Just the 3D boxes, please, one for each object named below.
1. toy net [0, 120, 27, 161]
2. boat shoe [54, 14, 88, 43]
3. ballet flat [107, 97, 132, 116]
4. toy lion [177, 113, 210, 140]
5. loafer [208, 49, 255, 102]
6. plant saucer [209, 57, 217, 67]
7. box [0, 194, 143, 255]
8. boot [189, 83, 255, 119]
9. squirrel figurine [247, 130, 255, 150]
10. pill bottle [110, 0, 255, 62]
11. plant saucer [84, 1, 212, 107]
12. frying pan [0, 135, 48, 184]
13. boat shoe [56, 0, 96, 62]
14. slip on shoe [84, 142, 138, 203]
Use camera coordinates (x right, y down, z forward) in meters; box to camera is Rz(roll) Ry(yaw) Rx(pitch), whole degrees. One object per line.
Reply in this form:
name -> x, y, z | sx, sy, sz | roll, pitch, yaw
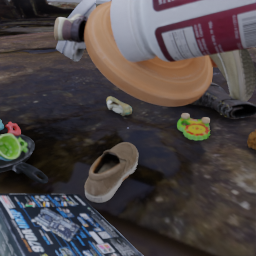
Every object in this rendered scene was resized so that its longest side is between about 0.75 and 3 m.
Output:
toy net -> -2.355, -0.177, 5.005 | 0.306, 1.585, 0.831 | -25, 7, 30
boat shoe -> -1.040, -2.110, 6.058 | 0.544, 0.604, 1.679 | 15, 22, 6
ballet flat -> -0.444, -0.773, 10.011 | 0.487, 0.487, 1.379 | -22, 36, -37
toy lion -> 2.005, 0.005, 8.623 | 1.073, 0.369, 1.029 | 15, 38, 28
loafer -> 2.529, -1.869, 7.139 | 0.871, 2.550, 0.965 | -15, -5, 42
plant saucer -> 2.457, -2.561, 7.660 | 1.760, 1.760, 0.284 | 17, 27, 30
box -> -0.995, 1.660, 4.169 | 1.682, 0.487, 2.116 | 12, 9, -43
boot -> 2.916, -0.979, 9.859 | 2.708, 0.937, 2.357 | -6, 26, -17
squirrel figurine -> 3.888, 0.384, 7.533 | 1.135, 0.803, 1.059 | -26, 45, -17
pill bottle -> 1.008, -1.709, 4.119 | 2.319, 1.324, 1.324 | -4, 23, 26
plant saucer -> 0.528, -1.698, 5.766 | 2.834, 0.457, 2.834 | 13, 52, -18
frying pan -> -2.729, 0.730, 7.000 | 2.709, 0.441, 1.639 | 11, 29, 17
boat shoe -> -1.422, -2.966, 8.722 | 1.060, 0.942, 2.881 | -55, 13, -20
slip on shoe -> -0.340, 0.805, 6.563 | 0.835, 0.665, 2.196 | 11, 29, 21
